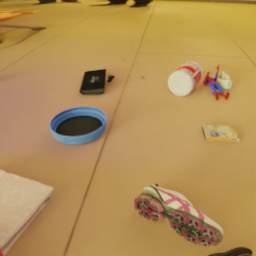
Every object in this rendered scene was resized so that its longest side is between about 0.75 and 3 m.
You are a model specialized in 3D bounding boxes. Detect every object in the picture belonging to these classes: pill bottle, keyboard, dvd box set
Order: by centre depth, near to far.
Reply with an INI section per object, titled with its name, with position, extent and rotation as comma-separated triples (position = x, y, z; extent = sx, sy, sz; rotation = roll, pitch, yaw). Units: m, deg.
[dvd box set]
position = 3.225, 0.184, 9.816
extent = 1.141, 0.168, 0.835
rotation = 2, 32, 4
[pill bottle]
position = 2.719, -2.349, 12.957
extent = 1.138, 1.138, 2.028
rotation = 16, 35, 24
[keyboard]
position = -1.439, -2.255, 13.613
extent = 1.594, 0.340, 2.654
rotation = -6, 33, 2

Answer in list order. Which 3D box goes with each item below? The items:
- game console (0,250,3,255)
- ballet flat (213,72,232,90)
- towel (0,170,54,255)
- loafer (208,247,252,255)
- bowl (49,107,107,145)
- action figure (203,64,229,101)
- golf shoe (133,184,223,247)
[game console]
position = -3.317, 2.908, 4.927
extent = 2.232, 0.346, 1.974
rotation = -30, 53, -25
[ballet flat]
position = 4.656, -2.403, 13.603
extent = 0.627, 0.627, 1.748
rotation = -2, 31, -3
[towel]
position = -3.478, 1.980, 6.713
extent = 2.546, 0.410, 2.431
rotation = 13, 33, 20
[loafer]
position = 2.065, 2.704, 5.646
extent = 0.999, 0.365, 0.356
rotation = -11, 40, -5
[bowl]
position = -1.751, -0.107, 9.980
extent = 2.017, 0.396, 2.017
rotation = -2, 34, 1
[action figure]
position = 3.993, -2.199, 12.862
extent = 0.719, 1.090, 2.202
rotation = -2, 29, -4
[golf shoe]
position = 1.221, 1.891, 6.499
extent = 2.129, 0.773, 0.980
rotation = 21, 38, 30
